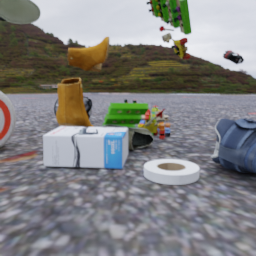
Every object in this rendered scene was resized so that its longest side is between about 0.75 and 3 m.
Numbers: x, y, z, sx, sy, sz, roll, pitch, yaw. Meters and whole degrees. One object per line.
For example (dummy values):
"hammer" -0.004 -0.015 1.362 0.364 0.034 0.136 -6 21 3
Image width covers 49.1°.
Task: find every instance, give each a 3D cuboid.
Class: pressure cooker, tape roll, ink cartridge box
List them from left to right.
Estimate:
"pressure cooker" -2.298 -0.805 12.269 1.478 1.300 1.320 6 -1 30
"ink cartridge box" -0.912 0.414 6.459 1.739 0.732 1.257 1 9 5
"tape roll" 0.845 0.843 5.494 1.086 0.198 1.086 0 8 0

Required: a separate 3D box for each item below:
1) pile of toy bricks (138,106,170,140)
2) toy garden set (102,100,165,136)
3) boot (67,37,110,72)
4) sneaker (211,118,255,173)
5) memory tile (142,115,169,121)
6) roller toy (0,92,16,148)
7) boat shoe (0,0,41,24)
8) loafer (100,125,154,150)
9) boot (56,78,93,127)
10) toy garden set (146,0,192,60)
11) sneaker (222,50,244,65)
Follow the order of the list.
"pile of toy bricks" 0.929 -0.279 9.816 1.151 1.025 2.075 2 9 13
"toy garden set" 0.194 -0.248 7.967 1.815 0.435 2.178 0 -23 -15
"boot" -1.539 -2.810 10.538 1.406 0.691 1.964 10 -28 -16
"sneaker" 3.085 0.304 5.941 2.915 1.108 2.106 -9 16 -39
"memory tile" 0.560 -0.562 14.076 2.710 0.227 2.077 0 9 -5
"roller toy" -3.935 -0.224 7.216 1.336 1.744 1.912 8 13 43
"boat shoe" -3.712 -3.506 7.994 2.261 0.845 0.750 -7 34 -26
"loafer" -0.105 0.257 7.551 1.851 0.696 0.645 -4 6 -23
"boot" -1.576 -0.604 8.937 0.959 1.952 2.727 2 9 4
"toy garden set" 0.952 -2.612 7.009 0.360 1.502 1.802 -26 41 -7
"sneaker" 4.059 -2.680 10.711 1.072 0.379 0.524 2 37 -39
